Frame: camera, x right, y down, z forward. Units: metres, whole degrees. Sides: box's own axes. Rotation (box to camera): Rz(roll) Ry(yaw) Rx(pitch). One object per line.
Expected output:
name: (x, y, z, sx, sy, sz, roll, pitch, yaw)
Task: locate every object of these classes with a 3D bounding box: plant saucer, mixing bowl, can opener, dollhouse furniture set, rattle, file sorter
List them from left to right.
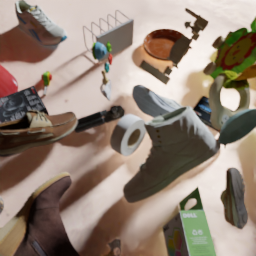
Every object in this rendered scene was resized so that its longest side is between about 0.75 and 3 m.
mixing bowl: (-5.335, -1.660, 9.894, 2.468, 1.337, 2.468, 0, 56, -1)
can opener: (-0.952, -0.263, 9.495, 1.805, 0.604, 0.481, -19, 73, 1)
file sorter: (-0.817, -3.769, 11.369, 1.797, 1.247, 1.119, -35, 63, -22)
plant saucer: (1.593, -3.452, 11.744, 1.946, 0.314, 1.946, 0, 56, 0)
dollhouse furniture set: (1.546, -2.870, 9.616, 1.138, 1.332, 2.571, 36, 102, 7)
plant saucer: (3.079, -0.087, 7.838, 1.471, 1.471, 0.283, -20, 54, -13)
rattle: (3.299, -0.505, 8.242, 1.762, 1.606, 2.466, 6, 73, 50)

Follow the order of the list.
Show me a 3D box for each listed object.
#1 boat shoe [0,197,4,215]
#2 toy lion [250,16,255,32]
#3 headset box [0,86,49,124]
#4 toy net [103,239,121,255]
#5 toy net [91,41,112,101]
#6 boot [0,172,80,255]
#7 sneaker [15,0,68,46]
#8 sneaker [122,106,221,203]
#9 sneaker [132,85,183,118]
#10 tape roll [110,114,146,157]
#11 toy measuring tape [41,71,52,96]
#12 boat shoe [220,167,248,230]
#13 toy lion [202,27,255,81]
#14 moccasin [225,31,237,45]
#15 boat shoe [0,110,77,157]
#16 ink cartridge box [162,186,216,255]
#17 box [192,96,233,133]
boat shoe: (-4.297, 2.670, 7.239, 0.833, 0.878, 2.319, 20, 49, 18)
toy lion: (6.495, -3.818, 11.192, 2.918, 1.002, 2.797, -25, 72, -13)
headset box: (-3.729, -0.479, 9.421, 1.812, 0.700, 1.348, -27, 57, -17)
toy net: (-0.445, 3.377, 7.063, 0.633, 0.233, 1.206, 24, 58, 16)
toy net: (-0.826, -1.926, 9.618, 0.382, 1.979, 1.038, 1, 19, 14)
boot: (-1.853, 2.801, 7.223, 2.355, 1.024, 2.831, 38, 61, 9)
sneaker: (-3.786, -4.441, 11.917, 2.851, 1.152, 1.091, 32, 59, 19)
sneaker: (0.731, 0.640, 7.522, 2.990, 1.728, 1.101, -36, 16, 10)
sneaker: (1.109, -0.743, 9.634, 0.847, 0.874, 2.392, -20, 51, -40)
tape roll: (0.017, 0.235, 8.585, 0.443, 1.267, 1.267, 29, 60, 29)
toy measuring tape: (-3.094, -1.744, 10.511, 0.418, 0.418, 1.136, 0, 55, 0)
boat shoe: (2.643, 1.806, 7.220, 0.617, 1.630, 0.585, -13, 9, -39)
toy lion: (3.852, -2.722, 9.989, 0.805, 2.247, 2.345, 34, 60, -18)
moccasin: (4.734, -3.390, 11.452, 0.630, 0.665, 1.722, -18, 54, -32)
boat shoe: (-2.762, -0.021, 8.430, 2.665, 0.957, 1.009, -24, 37, -30)
ink cartridge box: (1.435, 2.760, 6.804, 0.709, 1.241, 2.390, 3, 54, -15)
box: (2.868, -0.506, 9.715, 1.194, 0.275, 0.949, 32, 62, 20)
